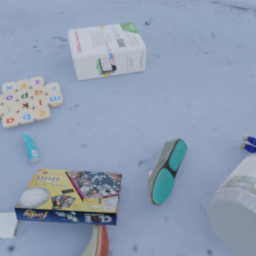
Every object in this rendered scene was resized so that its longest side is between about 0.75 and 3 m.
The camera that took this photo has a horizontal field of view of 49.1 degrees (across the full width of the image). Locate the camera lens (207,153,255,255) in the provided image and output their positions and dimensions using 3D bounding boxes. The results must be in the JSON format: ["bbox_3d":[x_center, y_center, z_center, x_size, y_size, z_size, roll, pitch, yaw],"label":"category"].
[{"bbox_3d":[3.268,1.811,6.978,1.810,1.810,2.263,36,49,27],"label":"camera lens"}]

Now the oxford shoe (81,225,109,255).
[{"bbox_3d":[-0.903,3.071,6.774,0.754,0.723,2.042,-11,34,9],"label":"oxford shoe"}]

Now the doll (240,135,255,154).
[{"bbox_3d":[4.227,0.759,8.764,0.341,0.961,1.409,-5,24,-33],"label":"doll"}]

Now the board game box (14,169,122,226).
[{"bbox_3d":[-1.498,1.833,7.698,2.553,0.442,1.729,3,26,3],"label":"board game box"}]

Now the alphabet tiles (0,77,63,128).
[{"bbox_3d":[-3.971,-1.050,10.799,2.771,0.202,2.710,-14,46,-13],"label":"alphabet tiles"}]

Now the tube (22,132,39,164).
[{"bbox_3d":[-3.206,0.629,9.222,0.300,0.461,1.190,-31,55,1],"label":"tube"}]

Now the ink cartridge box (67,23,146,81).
[{"bbox_3d":[-0.960,-3.362,12.177,2.997,1.258,2.170,-10,49,-9],"label":"ink cartridge box"}]

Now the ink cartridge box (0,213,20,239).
[{"bbox_3d":[-3.386,2.645,7.581,0.823,0.195,0.659,-4,49,6],"label":"ink cartridge box"}]

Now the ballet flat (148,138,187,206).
[{"bbox_3d":[1.064,1.307,8.447,0.780,0.825,2.449,-13,34,45],"label":"ballet flat"}]
